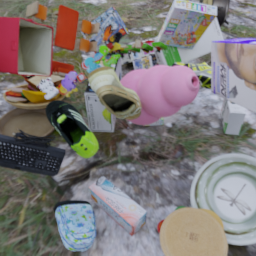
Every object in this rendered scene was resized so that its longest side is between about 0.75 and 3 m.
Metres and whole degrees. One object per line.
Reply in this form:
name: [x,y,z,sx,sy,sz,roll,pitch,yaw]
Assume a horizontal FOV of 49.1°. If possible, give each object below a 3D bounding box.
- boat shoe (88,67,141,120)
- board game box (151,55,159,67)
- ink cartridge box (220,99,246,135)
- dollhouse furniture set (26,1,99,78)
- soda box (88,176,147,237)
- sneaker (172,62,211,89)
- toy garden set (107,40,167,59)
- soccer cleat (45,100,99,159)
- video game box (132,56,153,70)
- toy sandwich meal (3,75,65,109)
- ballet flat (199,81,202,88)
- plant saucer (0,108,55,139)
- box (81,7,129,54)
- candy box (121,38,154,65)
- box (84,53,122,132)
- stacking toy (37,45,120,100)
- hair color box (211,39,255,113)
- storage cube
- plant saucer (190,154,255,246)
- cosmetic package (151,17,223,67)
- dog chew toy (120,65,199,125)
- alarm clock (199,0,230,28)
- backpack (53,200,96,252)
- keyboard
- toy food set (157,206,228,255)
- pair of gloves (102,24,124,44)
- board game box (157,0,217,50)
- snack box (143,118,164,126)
boat shoe: [-0.210,-0.621,6.911,0.845,2.317,0.729,-23,63,10]
board game box: [1.610,-3.538,14.645,1.024,0.694,0.177,-20,43,-21]
ink cartridge box: [4.032,-0.574,10.858,0.598,1.036,1.418,5,39,6]
dollhouse furniture set: [-2.218,-2.977,9.809,2.434,2.408,1.254,5,5,-39]
soda box: [-0.320,2.180,7.943,1.801,0.572,0.616,32,50,32]
sneaker: [2.341,-1.895,9.620,1.856,0.700,0.709,29,69,34]
toy garden set: [0.241,-2.441,8.776,1.648,0.329,1.374,0,6,23]
soccer cleat: [-1.711,-0.166,7.893,0.870,1.045,2.578,-42,54,-6]
video game box: [0.544,-2.154,10.066,0.763,0.695,0.179,-5,12,42]
toy sandwich meal: [-3.879,-1.708,11.929,2.837,0.972,2.837,3,29,-2]
ballet flat: [2.169,-1.364,8.786,0.241,0.261,0.773,58,19,23]
plant saucer: [-3.882,-0.103,10.839,2.335,0.344,2.335,0,39,0]
box: [-1.003,-4.076,11.872,1.774,1.215,0.354,-25,17,28]
candy box: [0.599,-4.007,14.554,2.581,0.787,1.760,-27,16,-28]
box: [-0.749,-1.281,9.393,0.802,1.556,2.668,3,41,4]
stacking toy: [-1.300,-1.547,7.753,2.186,0.514,1.649,-33,3,11]
hair color box: [2.938,-1.357,6.805,0.884,1.491,2.727,-8,19,-7]
storage cube: [-3.023,-2.147,7.587,1.402,1.560,1.333,11,12,22]
plant saucer: [2.933,1.912,7.658,2.382,0.598,2.382,-9,70,27]
cosmetic package: [2.228,-3.185,10.631,2.417,1.300,1.025,-24,10,0]
dog chew toy: [0.858,-1.018,8.141,1.731,1.731,2.780,-34,14,-34]
alarm clock: [3.493,-5.164,11.573,0.890,1.803,2.673,-1,61,-6]
backpack: [-1.325,2.535,7.317,1.076,1.014,1.318,9,48,-27]
keyboard: [-2.380,0.550,6.340,1.907,0.992,0.378,16,9,-26]
toy food set: [1.619,2.826,7.111,1.741,0.428,1.758,3,51,1]
pair of gloves: [-0.619,-3.797,11.405,0.785,0.700,0.097,14,27,-26]
board game box: [1.830,-3.280,9.078,1.303,1.939,0.332,8,74,-7]
snack box: [0.945,-0.559,11.398,0.832,0.310,1.170,-3,40,-4]
